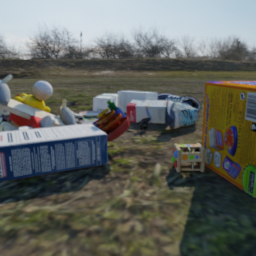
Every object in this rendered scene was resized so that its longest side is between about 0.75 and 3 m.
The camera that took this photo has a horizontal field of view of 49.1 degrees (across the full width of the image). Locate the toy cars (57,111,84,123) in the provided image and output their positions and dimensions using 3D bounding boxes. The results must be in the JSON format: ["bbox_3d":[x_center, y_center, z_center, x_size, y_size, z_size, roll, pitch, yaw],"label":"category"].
[{"bbox_3d":[-3.078,-0.457,11.606,2.723,0.603,1.221,-1,11,27],"label":"toy cars"}]

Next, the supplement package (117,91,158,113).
[{"bbox_3d":[0.484,-1.352,14.843,1.872,1.135,1.121,10,12,35],"label":"supplement package"}]

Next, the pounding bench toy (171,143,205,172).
[{"bbox_3d":[1.483,0.707,7.255,0.735,0.586,0.943,-1,13,-1],"label":"pounding bench toy"}]

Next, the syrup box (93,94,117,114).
[{"bbox_3d":[-1.122,-1.243,14.849,0.917,0.948,2.328,4,12,8],"label":"syrup box"}]

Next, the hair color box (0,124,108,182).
[{"bbox_3d":[-2.114,0.556,7.242,2.882,0.872,1.441,-6,14,-23],"label":"hair color box"}]

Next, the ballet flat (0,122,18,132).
[{"bbox_3d":[-4.093,0.245,8.649,2.558,0.949,0.949,-8,15,-31],"label":"ballet flat"}]

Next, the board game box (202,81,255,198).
[{"bbox_3d":[3.228,0.057,6.516,2.164,2.165,2.163,-3,13,-15],"label":"board game box"}]

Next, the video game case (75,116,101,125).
[{"bbox_3d":[-1.720,-0.219,12.050,1.953,0.236,2.142,-8,14,-31],"label":"video game case"}]

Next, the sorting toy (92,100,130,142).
[{"bbox_3d":[-0.709,-0.206,8.714,1.309,0.894,2.178,-41,14,-24],"label":"sorting toy"}]

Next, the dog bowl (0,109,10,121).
[{"bbox_3d":[-6.572,-0.773,13.012,2.395,0.883,2.395,0,14,0],"label":"dog bowl"}]

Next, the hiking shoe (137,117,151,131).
[{"bbox_3d":[0.664,-0.150,11.206,0.304,0.403,0.801,-13,13,45],"label":"hiking shoe"}]

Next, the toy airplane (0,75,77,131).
[{"bbox_3d":[-3.083,-0.566,9.287,2.934,2.079,2.947,23,-2,4],"label":"toy airplane"}]

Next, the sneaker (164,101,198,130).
[{"bbox_3d":[2.293,-0.575,11.712,1.239,1.114,2.871,8,15,20],"label":"sneaker"}]

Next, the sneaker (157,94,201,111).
[{"bbox_3d":[2.539,-1.271,15.002,2.726,0.955,1.479,2,11,-3],"label":"sneaker"}]

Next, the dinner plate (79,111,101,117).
[{"bbox_3d":[-1.675,-0.639,13.062,1.175,0.142,1.175,-2,12,0],"label":"dinner plate"}]

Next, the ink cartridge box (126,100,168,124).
[{"bbox_3d":[0.997,-0.769,13.003,1.925,0.797,1.403,3,17,13],"label":"ink cartridge box"}]
